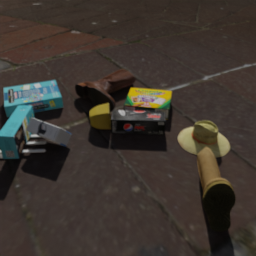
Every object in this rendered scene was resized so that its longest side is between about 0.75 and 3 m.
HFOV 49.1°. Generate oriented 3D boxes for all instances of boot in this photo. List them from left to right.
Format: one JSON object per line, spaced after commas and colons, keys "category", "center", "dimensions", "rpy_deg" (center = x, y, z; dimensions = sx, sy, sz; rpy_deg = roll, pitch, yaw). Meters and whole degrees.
{"category": "boot", "center": [-0.488, -1.757, 12.184], "dimensions": [2.800, 0.899, 2.610], "rpy_deg": [-23, 41, -35]}
{"category": "boot", "center": [2.123, 1.275, 7.213], "dimensions": [0.695, 1.841, 2.102], "rpy_deg": [-4, 39, 8]}

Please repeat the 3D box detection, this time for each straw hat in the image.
{"category": "straw hat", "center": [2.631, 0.172, 9.556], "dimensions": [1.792, 0.759, 1.792], "rpy_deg": [0, 37, 0]}

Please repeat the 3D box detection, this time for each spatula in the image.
{"category": "spatula", "center": [-3.652, 0.580, 9.550], "dimensions": [1.865, 0.150, 1.297], "rpy_deg": [-1, 30, -3]}

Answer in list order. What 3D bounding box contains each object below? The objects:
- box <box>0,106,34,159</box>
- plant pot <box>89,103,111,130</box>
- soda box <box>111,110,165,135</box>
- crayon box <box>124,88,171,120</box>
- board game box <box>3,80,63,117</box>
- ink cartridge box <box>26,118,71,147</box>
{"category": "box", "center": [-3.688, 0.076, 9.421], "dimensions": [0.515, 0.863, 2.096], "rpy_deg": [0, 32, -1]}
{"category": "plant pot", "center": [-1.040, -0.396, 10.396], "dimensions": [0.757, 0.736, 0.740], "rpy_deg": [-6, 36, 0]}
{"category": "soda box", "center": [0.362, -0.202, 10.186], "dimensions": [1.936, 0.613, 0.685], "rpy_deg": [2, 36, 2]}
{"category": "crayon box", "center": [0.826, -1.027, 11.396], "dimensions": [1.764, 0.514, 1.522], "rpy_deg": [6, 36, 8]}
{"category": "board game box", "center": [-3.984, -1.267, 11.723], "dimensions": [2.200, 0.516, 1.661], "rpy_deg": [-12, 38, -16]}
{"category": "ink cartridge box", "center": [-2.648, 0.148, 9.372], "dimensions": [1.183, 0.858, 0.495], "rpy_deg": [19, 81, 18]}
